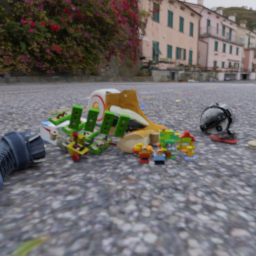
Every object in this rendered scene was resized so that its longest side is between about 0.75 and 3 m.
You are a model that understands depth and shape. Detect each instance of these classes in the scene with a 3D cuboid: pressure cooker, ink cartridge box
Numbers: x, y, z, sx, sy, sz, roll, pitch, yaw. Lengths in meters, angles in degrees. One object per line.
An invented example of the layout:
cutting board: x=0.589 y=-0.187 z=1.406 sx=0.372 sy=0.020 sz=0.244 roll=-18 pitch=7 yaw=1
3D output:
pressure cooker: x=3.818 y=-0.356 z=11.968 sx=1.320 sy=1.300 sz=1.478 roll=18 pitch=21 yaw=28
ink cartridge box: x=-2.428 y=0.095 z=11.210 sx=1.257 sy=0.732 sz=1.739 roll=12 pitch=17 yaw=43

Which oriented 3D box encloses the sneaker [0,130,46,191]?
sneaker: x=-2.988 y=0.797 z=7.180 sx=2.106 sy=1.108 sz=2.915 roll=-12 pitch=16 yaw=-34

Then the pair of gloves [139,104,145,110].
pair of gloves: x=0.479 y=-1.232 z=16.796 sx=1.165 sy=0.133 sz=0.937 roll=0 pitch=21 yaw=-5

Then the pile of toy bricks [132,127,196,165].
pile of toy bricks: x=1.193 y=0.477 z=8.825 sx=2.075 sy=1.025 sz=1.151 roll=-1 pitch=13 yaw=-3

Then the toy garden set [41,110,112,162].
toy garden set: x=-1.821 y=0.151 z=9.449 sx=2.178 sy=0.435 sz=1.815 roll=33 pitch=32 yaw=14

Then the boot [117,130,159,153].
boot: x=0.190 y=0.444 z=10.150 sx=1.964 sy=0.691 sz=1.406 roll=-9 pitch=7 yaw=-32

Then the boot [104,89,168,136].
boot: x=0.362 y=-0.630 z=11.669 sx=2.727 sy=1.952 sz=0.959 roll=1 pitch=13 yaw=1

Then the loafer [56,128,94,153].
loafer: x=-1.882 y=0.343 z=10.191 sx=0.645 sy=0.696 sz=1.851 roll=12 pitch=17 yaw=29

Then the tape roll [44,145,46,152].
tape roll: x=-3.344 y=0.752 z=9.499 sx=1.086 sy=0.198 sz=1.086 roll=1 pitch=13 yaw=0

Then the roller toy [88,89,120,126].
roller toy: x=-1.117 y=-1.016 z=13.857 sx=1.336 sy=1.744 sz=1.912 roll=-12 pitch=17 yaw=-42

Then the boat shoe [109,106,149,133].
boat shoe: x=-0.037 y=-0.181 z=10.383 sx=0.845 sy=0.750 sz=2.261 roll=43 pitch=16 yaw=26

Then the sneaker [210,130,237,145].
sneaker: x=3.670 y=0.304 z=10.793 sx=1.072 sy=0.524 sz=0.379 roll=9 pitch=18 yaw=40

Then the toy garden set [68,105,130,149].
toy garden set: x=-1.026 y=0.036 z=9.044 sx=1.802 sy=1.502 sz=0.360 roll=11 pitch=31 yaw=-15

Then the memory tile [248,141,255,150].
memory tile: x=5.348 y=0.822 z=9.128 sx=2.077 sy=0.227 sz=2.710 roll=0 pitch=13 yaw=0
